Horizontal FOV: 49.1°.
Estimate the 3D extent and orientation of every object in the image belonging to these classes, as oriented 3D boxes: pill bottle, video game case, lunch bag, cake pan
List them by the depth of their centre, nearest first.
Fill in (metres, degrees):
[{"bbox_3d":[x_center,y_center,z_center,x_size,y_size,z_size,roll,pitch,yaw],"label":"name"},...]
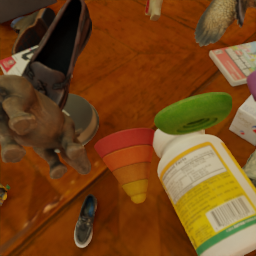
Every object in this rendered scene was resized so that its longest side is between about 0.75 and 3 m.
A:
[{"bbox_3d":[1.644,1.206,6.028,1.662,1.662,2.947,-17,56,-13],"label":"pill bottle"},{"bbox_3d":[3.645,1.084,6.551,1.713,1.007,1.405,31,59,28],"label":"lunch bag"},{"bbox_3d":[-1.842,-0.242,7.932,2.003,0.367,2.003,0,52,0],"label":"cake pan"},{"bbox_3d":[4.203,-2.276,9.571,2.336,0.204,1.670,-13,54,-10],"label":"video game case"}]

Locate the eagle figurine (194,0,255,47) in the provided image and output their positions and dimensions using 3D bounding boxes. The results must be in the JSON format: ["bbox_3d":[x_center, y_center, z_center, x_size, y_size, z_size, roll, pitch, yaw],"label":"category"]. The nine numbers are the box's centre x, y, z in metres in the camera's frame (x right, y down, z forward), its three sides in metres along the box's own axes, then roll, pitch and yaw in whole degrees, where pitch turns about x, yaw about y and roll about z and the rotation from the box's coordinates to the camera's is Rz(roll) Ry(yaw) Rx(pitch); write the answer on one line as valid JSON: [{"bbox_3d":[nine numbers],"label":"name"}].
[{"bbox_3d":[2.789,-3.095,6.603,2.394,1.817,1.807,-23,43,-13],"label":"eagle figurine"}]

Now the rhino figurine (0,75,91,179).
[{"bbox_3d":[-1.156,0.106,4.218,0.778,2.602,1.138,-37,62,1],"label":"rhino figurine"}]

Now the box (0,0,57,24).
[{"bbox_3d":[-4.538,-5.343,10.934,2.505,1.304,2.281,-32,46,-22],"label":"box"}]

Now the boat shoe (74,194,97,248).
[{"bbox_3d":[-0.928,2.016,6.212,0.401,0.380,1.147,10,54,8],"label":"boat shoe"}]

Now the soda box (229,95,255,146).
[{"bbox_3d":[4.081,-0.793,7.982,0.880,0.942,2.765,37,62,25],"label":"soda box"}]

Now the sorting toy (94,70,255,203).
[{"bbox_3d":[0.792,0.268,3.649,2.936,1.018,1.011,-26,69,34],"label":"sorting toy"}]

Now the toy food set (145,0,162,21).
[{"bbox_3d":[0.900,-3.993,6.848,0.439,2.788,1.772,8,12,-10],"label":"toy food set"}]

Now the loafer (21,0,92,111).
[{"bbox_3d":[-1.503,-1.252,5.447,1.034,0.906,2.878,21,78,-6],"label":"loafer"}]

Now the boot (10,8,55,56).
[{"bbox_3d":[-3.680,-3.294,10.082,1.275,0.983,2.631,2,51,25],"label":"boot"}]

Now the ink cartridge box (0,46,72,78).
[{"bbox_3d":[-2.900,-1.867,8.917,1.799,0.745,1.311,-31,59,-22],"label":"ink cartridge box"}]

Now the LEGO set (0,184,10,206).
[{"bbox_3d":[-3.265,1.659,5.937,0.964,1.279,1.663,21,47,35],"label":"LEGO set"}]
